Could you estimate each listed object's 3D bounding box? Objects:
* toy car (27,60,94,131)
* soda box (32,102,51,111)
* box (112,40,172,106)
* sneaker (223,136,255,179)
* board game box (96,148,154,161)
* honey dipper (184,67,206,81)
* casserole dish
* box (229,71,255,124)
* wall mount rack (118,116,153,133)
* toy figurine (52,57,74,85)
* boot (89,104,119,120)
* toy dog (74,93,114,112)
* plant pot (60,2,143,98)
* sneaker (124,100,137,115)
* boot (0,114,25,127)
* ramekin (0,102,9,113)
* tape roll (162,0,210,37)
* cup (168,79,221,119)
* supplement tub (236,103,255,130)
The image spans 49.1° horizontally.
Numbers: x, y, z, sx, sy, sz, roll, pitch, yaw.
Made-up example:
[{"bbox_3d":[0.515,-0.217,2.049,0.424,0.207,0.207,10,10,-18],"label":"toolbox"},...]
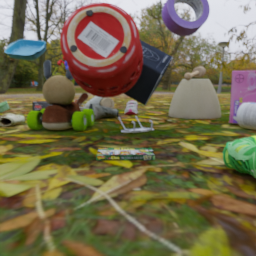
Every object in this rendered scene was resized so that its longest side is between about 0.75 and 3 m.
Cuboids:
[{"bbox_3d":[-2.614,-1.303,10.992,2.178,2.651,2.092,1,9,8],"label":"toy car"},{"bbox_3d":[-4.700,-1.213,16.674,1.947,0.689,0.616,2,7,17],"label":"soda box"},{"bbox_3d":[0.031,-2.200,9.646,2.460,1.317,1.826,29,35,4],"label":"box"},{"bbox_3d":[2.297,0.645,5.324,0.891,0.790,2.132,-10,2,14],"label":"sneaker"},{"bbox_3d":[-0.071,0.636,6.850,1.367,0.160,0.716,0,7,-2],"label":"board game box"},{"bbox_3d":[2.858,-2.337,12.033,0.508,0.508,2.673,4,15,24],"label":"honey dipper"},{"bbox_3d":[-3.266,-2.487,8.999,1.464,0.284,0.887,13,50,24],"label":"casserole dish"},{"bbox_3d":[5.818,-1.264,11.899,2.599,2.286,1.256,7,11,34],"label":"box"},{"bbox_3d":[0.258,-0.127,10.495,1.347,0.502,1.171,-4,10,-31],"label":"wall mount rack"},{"bbox_3d":[-2.778,-3.234,13.040,1.545,2.928,1.754,31,-18,13],"label":"toy figurine"},{"bbox_3d":[-1.174,-0.790,14.059,1.516,0.786,2.320,6,10,-3],"label":"boot"},{"bbox_3d":[-2.167,-1.469,15.377,2.990,1.440,1.972,-6,-4,-43],"label":"toy dog"},{"bbox_3d":[-0.629,-2.029,7.346,2.132,2.132,1.941,0,-8,-1],"label":"plant pot"},{"bbox_3d":[0.174,-1.202,16.314,0.720,0.781,1.771,1,9,4],"label":"sneaker"},{"bbox_3d":[-5.190,-0.326,11.934,1.263,0.455,0.976,4,10,15],"label":"boot"},{"bbox_3d":[-7.629,-1.235,16.935,0.835,0.408,0.835,-17,24,8],"label":"ramekin"},{"bbox_3d":[1.605,-3.258,7.855,1.233,1.233,0.524,-2,-6,-11],"label":"tape roll"},{"bbox_3d":[3.598,-1.615,15.106,2.786,1.992,2.786,0,10,0],"label":"cup"},{"bbox_3d":[5.042,-0.405,10.521,1.041,1.041,1.577,-5,11,-30],"label":"supplement tub"}]
